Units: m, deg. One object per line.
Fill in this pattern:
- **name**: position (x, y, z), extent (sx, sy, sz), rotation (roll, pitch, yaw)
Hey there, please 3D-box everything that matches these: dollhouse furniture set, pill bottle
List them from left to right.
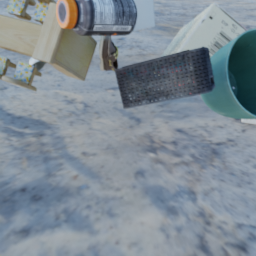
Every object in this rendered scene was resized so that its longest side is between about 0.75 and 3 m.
- **dollhouse furniture set**: position (-2.568, -2.350, 7.222), extent (2.890, 2.533, 1.920), rotation (18, 0, 13)
- **pill bottle**: position (-0.659, -2.370, 5.863), extent (1.601, 0.850, 0.850), rotation (-13, 34, -35)

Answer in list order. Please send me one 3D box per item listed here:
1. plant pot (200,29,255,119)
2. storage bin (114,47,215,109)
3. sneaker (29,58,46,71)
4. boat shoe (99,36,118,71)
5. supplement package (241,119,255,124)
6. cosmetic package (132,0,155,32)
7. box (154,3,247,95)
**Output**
- **plant pot**: position (1.535, -0.641, 3.898), extent (1.147, 1.147, 0.920), rotation (-14, 1, -20)
- **storage bin**: position (0.407, -0.538, 3.029), extent (0.948, 0.445, 0.641), rotation (-10, 10, 24)
- **sneaker**: position (-3.011, -2.632, 10.325), extent (1.390, 0.489, 0.557), rotation (-27, 56, -11)
- **boat shoe**: position (-0.520, -2.076, 7.786), extent (0.523, 1.756, 0.631), rotation (8, 74, -1)
- **supplement package**: position (5.097, -0.824, 9.357), extent (2.283, 1.250, 1.298), rotation (10, 34, 15)
- **cosmetic package**: position (-0.191, -4.211, 8.878), extent (1.219, 1.983, 1.977), rotation (-19, 33, -21)
- **box**: position (1.811, -1.855, 7.377), extent (1.364, 1.601, 2.504), rotation (36, 2, -8)
